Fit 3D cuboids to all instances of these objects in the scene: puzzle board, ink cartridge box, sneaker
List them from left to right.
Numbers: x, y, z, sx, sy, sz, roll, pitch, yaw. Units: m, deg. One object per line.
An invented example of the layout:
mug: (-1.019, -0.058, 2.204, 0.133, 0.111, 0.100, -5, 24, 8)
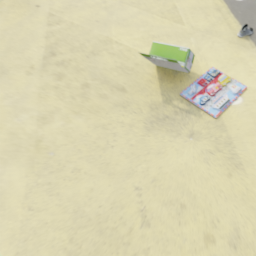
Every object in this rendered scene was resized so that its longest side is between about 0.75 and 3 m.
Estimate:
ink cartridge box: (1.246, -2.309, 8.780, 1.286, 1.740, 0.659, 19, 96, 23)
puzzle board: (2.763, -1.210, 9.002, 1.391, 0.161, 1.846, 38, 62, 25)
sneaker: (4.589, -3.810, 10.789, 0.792, 0.457, 0.297, -30, 59, -20)
